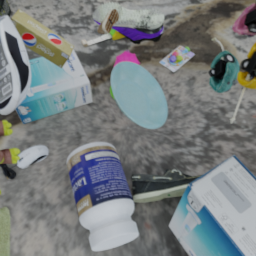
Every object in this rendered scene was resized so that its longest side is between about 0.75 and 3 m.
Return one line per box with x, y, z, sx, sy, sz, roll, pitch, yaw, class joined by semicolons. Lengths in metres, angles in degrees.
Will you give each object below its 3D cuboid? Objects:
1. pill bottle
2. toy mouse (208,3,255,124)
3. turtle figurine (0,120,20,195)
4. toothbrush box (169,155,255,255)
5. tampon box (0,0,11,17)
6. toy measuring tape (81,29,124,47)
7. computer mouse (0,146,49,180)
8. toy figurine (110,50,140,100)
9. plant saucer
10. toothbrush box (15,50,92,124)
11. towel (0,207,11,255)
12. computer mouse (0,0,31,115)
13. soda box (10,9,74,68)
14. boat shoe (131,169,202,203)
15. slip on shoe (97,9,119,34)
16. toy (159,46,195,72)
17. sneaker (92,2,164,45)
-0.629;1.641;6.868;1.362;1.362;2.353;-15;58;-10;pill bottle
2.613;-1.755;6.301;0.569;2.939;2.612;18;17;-14;toy mouse
-2.813;0.543;5.260;0.794;1.987;2.464;-28;92;7;turtle figurine
2.005;2.187;5.646;1.186;2.781;2.036;-27;60;-18;toothbrush box
-5.500;-4.719;11.397;0.999;0.842;1.334;-3;56;-2;tampon box
-0.591;-3.908;10.824;2.640;0.971;0.971;-22;59;-14;toy measuring tape
-2.963;0.869;8.011;1.383;0.303;0.758;-31;60;-19;computer mouse
0.005;-1.879;9.106;1.245;1.526;1.658;3;56;2;toy figurine
0.213;-0.742;6.782;1.814;0.349;1.814;22;54;-34;plant saucer
-2.563;-1.391;9.080;2.361;1.007;1.729;-21;59;-13;toothbrush box
-2.455;2.172;4.846;0.261;1.062;1.432;-2;86;20;towel
-2.577;-1.674;5.831;1.616;0.647;2.948;-20;80;34;computer mouse
-2.311;-2.335;7.422;1.661;0.532;0.563;31;40;-24;soda box
1.218;1.399;7.340;2.297;0.825;0.777;-7;61;-2;boat shoe
-0.532;-2.848;7.529;0.292;0.366;0.964;-4;52;34;slip on shoe
1.825;-2.643;10.353;1.228;0.290;0.707;-40;64;-23;toy
0.004;-3.114;8.740;2.316;1.152;0.805;17;71;17;sneaker
